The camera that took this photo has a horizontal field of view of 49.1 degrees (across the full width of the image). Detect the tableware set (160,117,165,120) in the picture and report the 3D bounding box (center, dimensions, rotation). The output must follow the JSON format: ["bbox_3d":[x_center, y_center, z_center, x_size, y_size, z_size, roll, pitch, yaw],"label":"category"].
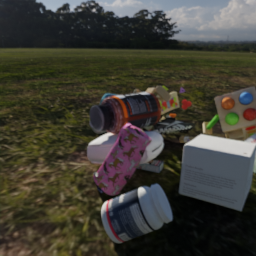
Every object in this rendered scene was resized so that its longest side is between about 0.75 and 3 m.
[{"bbox_3d":[1.871,-0.231,13.567,0.710,0.215,1.074,11,25,20],"label":"tableware set"}]

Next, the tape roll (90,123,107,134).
[{"bbox_3d":[-1.146,-0.255,12.424,1.083,0.358,1.083,-13,43,13],"label":"tape roll"}]

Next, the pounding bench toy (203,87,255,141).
[{"bbox_3d":[3.857,-0.348,10.757,2.298,1.427,1.792,-16,-25,21],"label":"pounding bench toy"}]

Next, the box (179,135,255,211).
[{"bbox_3d":[2.499,1.116,7.728,1.673,1.440,1.681,10,15,28],"label":"box"}]

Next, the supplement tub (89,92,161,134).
[{"bbox_3d":[-0.097,-0.536,10.193,2.541,1.359,1.359,-12,23,-38],"label":"supplement tub"}]

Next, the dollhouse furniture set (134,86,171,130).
[{"bbox_3d":[0.351,-0.987,12.074,1.389,2.135,1.961,40,-14,-23],"label":"dollhouse furniture set"}]

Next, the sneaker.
[{"bbox_3d":[1.924,-0.174,11.981,1.863,0.843,0.619,-7,-12,1],"label":"sneaker"}]

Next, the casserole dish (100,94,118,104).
[{"bbox_3d":[-0.733,-1.061,12.664,1.101,0.353,1.818,11,-21,-9],"label":"casserole dish"}]

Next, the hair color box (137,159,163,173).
[{"bbox_3d":[0.718,1.239,9.406,0.841,0.255,0.416,8,21,24],"label":"hair color box"}]

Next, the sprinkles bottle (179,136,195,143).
[{"bbox_3d":[2.468,0.496,11.177,0.832,0.284,0.284,5,17,45],"label":"sprinkles bottle"}]

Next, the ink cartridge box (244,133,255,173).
[{"bbox_3d":[4.833,0.966,8.623,1.580,0.927,2.158,-23,35,-36],"label":"ink cartridge box"}]

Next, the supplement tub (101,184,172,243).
[{"bbox_3d":[0.183,1.842,6.074,1.332,0.935,0.935,-25,16,13],"label":"supplement tub"}]

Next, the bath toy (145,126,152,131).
[{"bbox_3d":[0.371,-0.273,13.053,1.895,0.700,0.824,12,56,35],"label":"bath toy"}]

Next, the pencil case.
[{"bbox_3d":[-0.174,0.850,7.526,0.855,1.977,0.818,15,21,-49],"label":"pencil case"}]

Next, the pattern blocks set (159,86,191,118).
[{"bbox_3d":[1.895,-1.173,13.378,1.997,1.755,0.162,-32,26,5],"label":"pattern blocks set"}]

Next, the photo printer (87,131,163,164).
[{"bbox_3d":[0.022,0.648,9.633,2.283,0.793,1.899,-2,12,24],"label":"photo printer"}]
